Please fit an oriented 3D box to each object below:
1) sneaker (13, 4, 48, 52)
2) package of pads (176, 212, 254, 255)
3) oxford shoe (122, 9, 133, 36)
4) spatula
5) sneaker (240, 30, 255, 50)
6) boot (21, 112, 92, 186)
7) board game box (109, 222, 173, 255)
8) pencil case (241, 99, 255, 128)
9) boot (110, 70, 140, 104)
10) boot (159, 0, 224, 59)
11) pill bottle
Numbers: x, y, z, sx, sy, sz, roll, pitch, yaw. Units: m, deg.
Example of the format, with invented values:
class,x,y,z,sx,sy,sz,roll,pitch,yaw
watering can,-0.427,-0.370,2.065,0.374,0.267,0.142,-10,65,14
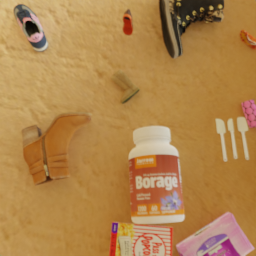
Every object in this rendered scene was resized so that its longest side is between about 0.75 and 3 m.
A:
class,x,y,z,sx,sy,sz,roll,pitch,yaw
sneaker,-3.624,-3.871,10.229,0.766,0.896,2.185,-32,76,-9
package of pads,2.502,3.466,8.112,1.957,0.740,1.179,-30,76,-8
oxford shoe,0.021,-3.694,9.891,0.389,1.092,0.396,12,71,2
spatula,3.539,0.368,9.374,1.029,0.119,1.480,-3,73,-2
sneaker,4.513,-3.280,10.408,0.353,0.334,0.916,-32,79,-31
boot,-2.108,0.643,8.915,2.463,0.907,1.905,-20,73,6
board game box,0.369,3.562,8.247,1.827,0.423,1.384,4,73,1
pencil case,4.201,-0.479,9.490,0.442,0.428,0.944,-1,73,-29
boot,-0.238,-1.432,9.810,1.041,0.344,0.911,44,65,11
boot,2.344,-3.982,10.206,2.238,1.088,2.973,-5,67,-1
pill bottle,0.784,1.395,8.333,1.521,1.521,2.711,-3,73,-1
